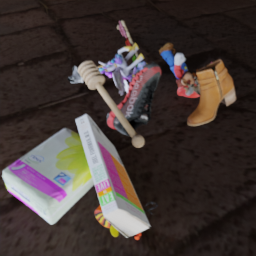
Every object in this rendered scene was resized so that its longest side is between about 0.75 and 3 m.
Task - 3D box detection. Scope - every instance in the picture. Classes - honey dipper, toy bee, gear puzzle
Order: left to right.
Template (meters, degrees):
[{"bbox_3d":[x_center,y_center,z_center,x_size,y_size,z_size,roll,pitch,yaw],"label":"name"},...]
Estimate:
[{"bbox_3d":[-0.477,-0.659,7.765,0.564,0.564,2.970,-25,67,-24],"label":"honey dipper"},{"bbox_3d":[-0.052,2.526,7.412,1.716,0.933,1.123,-3,14,45],"label":"toy bee"},{"bbox_3d":[0.219,-3.163,12.089,0.385,2.938,1.522,-23,19,8],"label":"gear puzzle"}]

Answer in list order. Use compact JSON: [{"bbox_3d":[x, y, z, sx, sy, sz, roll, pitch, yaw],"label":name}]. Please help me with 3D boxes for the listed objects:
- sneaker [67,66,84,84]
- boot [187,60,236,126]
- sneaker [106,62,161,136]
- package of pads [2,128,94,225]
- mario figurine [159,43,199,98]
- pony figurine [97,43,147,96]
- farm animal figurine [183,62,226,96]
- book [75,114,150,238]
[{"bbox_3d":[-2.529,-2.418,12.891,0.657,0.427,1.137,-21,48,-18],"label":"sneaker"},{"bbox_3d":[2.658,-1.159,9.498,2.102,1.632,0.806,-32,29,-2],"label":"boot"},{"bbox_3d":[0.404,-0.829,9.189,0.934,2.643,1.291,18,21,-51],"label":"sneaker"},{"bbox_3d":[-2.099,1.276,8.517,2.094,0.924,2.710,25,45,27],"label":"package of pads"},{"bbox_3d":[2.384,-2.406,11.658,1.526,1.310,2.472,-22,79,-41],"label":"mario figurine"},{"bbox_3d":[-0.145,-2.218,10.935,1.820,1.516,1.757,-30,84,10],"label":"pony figurine"},{"bbox_3d":[2.913,-1.719,10.411,1.370,0.723,1.386,-52,19,-14],"label":"farm animal figurine"},{"bbox_3d":[-0.445,1.109,6.833,0.635,1.766,2.643,-27,51,4],"label":"book"}]
